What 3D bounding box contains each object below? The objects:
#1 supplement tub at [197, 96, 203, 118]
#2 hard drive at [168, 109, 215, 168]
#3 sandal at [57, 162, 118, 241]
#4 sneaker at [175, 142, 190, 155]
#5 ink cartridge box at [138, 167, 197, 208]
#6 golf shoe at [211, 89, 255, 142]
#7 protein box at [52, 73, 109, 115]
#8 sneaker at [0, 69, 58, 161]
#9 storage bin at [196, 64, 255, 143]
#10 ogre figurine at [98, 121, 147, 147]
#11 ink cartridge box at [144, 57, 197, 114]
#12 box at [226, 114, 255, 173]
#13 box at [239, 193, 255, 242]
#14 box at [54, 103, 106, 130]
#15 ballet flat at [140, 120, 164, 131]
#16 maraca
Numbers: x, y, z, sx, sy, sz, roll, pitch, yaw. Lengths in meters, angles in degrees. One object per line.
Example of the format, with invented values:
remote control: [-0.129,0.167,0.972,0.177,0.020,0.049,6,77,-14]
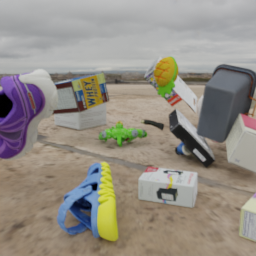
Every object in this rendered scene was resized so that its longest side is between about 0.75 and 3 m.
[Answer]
supplement tub: [4.430,-0.934,12.899,1.861,1.861,2.566,8,14,32]
hard drive: [1.884,0.215,8.568,0.405,1.497,2.142,-43,5,14]
sandal: [-0.735,1.243,5.156,0.960,0.876,2.205,-5,11,-5]
sneaker: [1.652,0.705,8.508,0.328,0.475,0.854,31,24,-8]
ink cartridge box: [0.871,1.232,5.980,1.136,0.471,0.828,4,13,18]
golf shoe: [3.207,-0.633,8.990,1.291,2.822,1.063,4,43,-27]
protein box: [-1.890,-1.259,10.333,1.620,1.093,1.609,-1,18,38]
sneaker: [-2.527,-0.225,5.824,1.185,1.145,2.841,-10,-27,-42]
storage bin: [2.780,-0.569,7.996,1.490,2.047,1.375,21,36,28]
ogre figurine: [-0.236,0.243,10.022,1.757,0.862,1.054,16,-4,7]
ink cartridge box: [1.910,-1.717,12.140,0.661,2.625,1.430,-35,19,34]
box: [2.982,0.348,6.934,0.763,0.895,1.400,22,24,8]
box: [2.491,1.520,4.520,1.060,0.512,0.932,11,16,39]
box: [-2.286,-0.895,13.384,1.830,1.576,1.839,10,15,38]
ballet flat: [0.864,-0.117,10.089,0.882,0.251,0.293,13,-11,3]
maraca: [1.263,-1.710,9.340,0.764,1.428,0.979,13,-21,-30]
